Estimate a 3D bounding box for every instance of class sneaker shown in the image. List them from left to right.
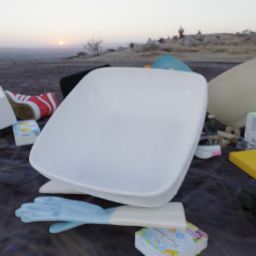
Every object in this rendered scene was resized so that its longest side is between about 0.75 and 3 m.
[{"bbox_3d":[-4.151,-1.052,11.938,2.809,1.000,1.580,22,31,35],"label":"sneaker"},{"bbox_3d":[2.023,-0.010,8.422,1.014,1.090,2.524,-4,17,-19],"label":"sneaker"},{"bbox_3d":[2.312,1.387,4.867,0.976,0.562,1.871,15,17,39],"label":"sneaker"}]

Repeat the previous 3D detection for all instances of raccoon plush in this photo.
[{"bbox_3d":[3.428,0.496,8.014,0.582,0.420,0.869,16,22,21],"label":"raccoon plush"}]

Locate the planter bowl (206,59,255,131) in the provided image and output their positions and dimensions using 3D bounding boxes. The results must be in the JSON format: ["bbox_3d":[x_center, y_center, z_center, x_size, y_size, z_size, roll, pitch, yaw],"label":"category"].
[{"bbox_3d":[3.852,-0.948,9.430,2.594,1.746,2.594,-22,-11,-4],"label":"planter bowl"}]

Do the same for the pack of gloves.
[{"bbox_3d":[-0.415,1.449,5.050,2.690,0.531,2.260,1,3,6],"label":"pack of gloves"}]

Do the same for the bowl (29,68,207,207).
[{"bbox_3d":[-0.037,0.139,5.211,2.783,1.040,2.786,8,51,27],"label":"bowl"}]

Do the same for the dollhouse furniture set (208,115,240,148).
[{"bbox_3d":[2.846,0.072,8.802,0.923,0.700,1.053,-12,21,-35],"label":"dollhouse furniture set"}]

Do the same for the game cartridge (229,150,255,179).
[{"bbox_3d":[3.716,0.922,6.814,1.854,0.301,1.634,-5,17,-9],"label":"game cartridge"}]

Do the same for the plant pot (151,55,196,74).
[{"bbox_3d":[2.659,-2.732,15.811,2.244,2.244,2.108,-16,38,-42],"label":"plant pot"}]

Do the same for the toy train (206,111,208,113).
[{"bbox_3d":[3.530,-0.939,12.363,0.663,0.490,2.350,-11,22,-15],"label":"toy train"}]

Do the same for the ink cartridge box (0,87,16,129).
[{"bbox_3d":[-4.972,-0.549,9.636,1.725,1.001,2.391,-25,25,-19],"label":"ink cartridge box"}]

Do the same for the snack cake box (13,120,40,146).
[{"bbox_3d":[-3.290,0.132,9.060,0.742,0.434,1.291,-9,19,-23],"label":"snack cake box"}]

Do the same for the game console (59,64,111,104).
[{"bbox_3d":[-2.045,-1.979,13.160,2.428,1.413,2.135,-21,16,-18],"label":"game console"}]

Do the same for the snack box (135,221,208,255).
[{"bbox_3d":[0.648,1.699,4.224,0.850,0.288,0.717,-15,23,-37],"label":"snack box"}]

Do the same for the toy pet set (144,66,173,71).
[{"bbox_3d":[1.366,-2.104,13.375,1.883,2.017,1.071,-40,11,-15],"label":"toy pet set"}]

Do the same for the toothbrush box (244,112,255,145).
[{"bbox_3d":[4.193,0.073,8.164,1.482,1.079,0.638,-7,19,-23],"label":"toothbrush box"}]
